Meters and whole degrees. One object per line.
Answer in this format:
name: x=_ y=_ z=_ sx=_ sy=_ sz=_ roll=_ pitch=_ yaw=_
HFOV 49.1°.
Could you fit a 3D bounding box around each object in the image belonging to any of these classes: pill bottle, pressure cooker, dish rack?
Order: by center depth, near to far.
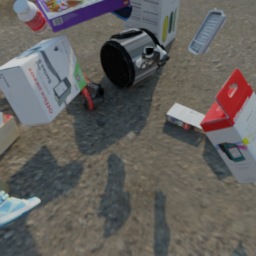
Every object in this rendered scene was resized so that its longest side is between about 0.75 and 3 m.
dish rack: x=2.814 y=-3.324 z=9.914 sx=0.354 sy=1.624 sz=1.394 roll=23 pitch=21 yaw=-14
pill bottle: x=-3.778 y=-4.357 z=10.946 sx=0.801 sy=1.426 sz=0.801 roll=-3 pitch=78 yaw=14
pressure cooker: x=0.282 y=-3.300 z=12.933 sx=2.616 sy=2.336 sz=2.300 roll=-32 pitch=75 yaw=-28

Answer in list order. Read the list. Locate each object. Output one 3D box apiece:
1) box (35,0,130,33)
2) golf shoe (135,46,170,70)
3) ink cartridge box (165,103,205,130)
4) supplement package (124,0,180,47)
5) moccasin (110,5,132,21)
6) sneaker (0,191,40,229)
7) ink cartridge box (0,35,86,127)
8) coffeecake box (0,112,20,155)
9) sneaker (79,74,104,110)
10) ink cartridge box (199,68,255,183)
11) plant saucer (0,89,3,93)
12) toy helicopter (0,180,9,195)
box: x=-1.640 y=-4.512 z=9.821 sx=2.886 sy=0.564 sz=1.975 roll=-25 pitch=55 yaw=-11
golf shoe: x=0.777 y=-2.711 z=10.559 sx=1.737 sy=0.821 sz=0.675 roll=1 pitch=52 yaw=52
ink cartridge box: x=2.394 y=-0.374 z=11.383 sx=1.539 sy=0.387 sz=0.838 roll=27 pitch=51 yaw=22
supplement package: x=1.268 y=-6.126 z=15.135 sx=2.244 sy=2.979 sz=2.261 roll=24 pitch=51 yaw=22
moccasin: x=-0.788 y=-5.140 z=11.302 sx=2.096 sy=0.715 sz=0.843 roll=28 pitch=14 yaw=-16
sneaker: x=-2.844 y=1.808 z=6.874 sx=0.862 sy=0.525 sz=1.320 roll=54 pitch=29 yaw=9
ink cartridge box: x=-2.802 y=-1.650 z=9.521 sx=1.166 sy=2.020 sz=2.776 roll=-5 pitch=33 yaw=25
coffeecake box: x=-5.968 y=0.220 z=10.322 sx=2.905 sy=1.061 sz=2.229 roll=18 pitch=48 yaw=16
sneaker: x=-1.653 y=-1.687 z=12.384 sx=1.064 sy=0.770 sz=2.178 roll=-15 pitch=50 yaw=-14
ink cartridge box: x=3.037 y=-0.029 z=7.698 sx=0.930 sy=2.764 sz=1.606 roll=-17 pitch=24 yaw=52
plant saucer: x=-4.442 y=-1.923 z=12.547 sx=2.431 sy=0.419 sz=2.431 roll=6 pitch=48 yaw=-7
toy helicopter: x=-4.371 y=2.574 z=8.399 sx=1.468 sy=0.875 sz=2.219 roll=19 pitch=59 yaw=6
